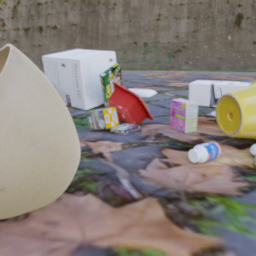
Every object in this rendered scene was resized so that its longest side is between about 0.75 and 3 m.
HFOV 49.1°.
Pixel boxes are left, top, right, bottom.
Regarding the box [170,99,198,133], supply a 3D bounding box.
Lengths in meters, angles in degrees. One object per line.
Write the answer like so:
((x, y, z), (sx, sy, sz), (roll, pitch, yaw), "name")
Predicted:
((1.911, -0.432, 9.650), (0.491, 1.016, 0.894), (-6, 16, -25), "box")

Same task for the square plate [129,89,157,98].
((0.539, -2.279, 18.219), (2.233, 0.318, 2.212), (5, 16, 19), "square plate")

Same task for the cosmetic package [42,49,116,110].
((-2.393, -2.578, 14.327), (2.944, 2.427, 2.429), (15, 29, 38), "cosmetic package")

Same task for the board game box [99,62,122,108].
((-0.751, -1.957, 13.091), (1.117, 2.132, 0.250), (-38, 62, -20), "board game box")

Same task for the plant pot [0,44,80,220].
((-1.855, 0.320, 4.512), (1.819, 2.710, 2.710), (34, -7, -34), "plant pot")

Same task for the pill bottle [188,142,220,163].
((1.842, 0.610, 6.810), (0.772, 0.433, 0.433), (-12, 19, -34), "pill bottle")

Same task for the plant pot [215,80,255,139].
((3.624, -0.446, 8.062), (1.800, 1.914, 1.914), (-8, 16, -16), "plant pot")

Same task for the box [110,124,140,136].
((-0.091, 0.050, 9.468), (0.627, 0.173, 0.917), (9, 17, 31), "box")

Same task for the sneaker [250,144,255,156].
((4.070, 0.306, 7.155), (2.029, 0.859, 0.739), (-4, 17, -11), "sneaker")

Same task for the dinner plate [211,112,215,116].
((4.292, -0.620, 12.133), (1.376, 0.167, 1.376), (0, 16, 0), "dinner plate")

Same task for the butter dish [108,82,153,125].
((-0.107, -0.639, 9.987), (1.162, 1.572, 1.568), (-48, 51, -8), "butter dish")

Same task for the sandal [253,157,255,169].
((3.514, 0.818, 5.725), (0.779, 0.560, 1.961), (-12, 19, -38), "sandal")

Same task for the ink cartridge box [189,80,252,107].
((4.753, -1.753, 14.384), (2.819, 1.187, 2.038), (8, 17, 28), "ink cartridge box")

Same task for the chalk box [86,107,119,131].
((-0.951, -0.298, 9.628), (1.071, 0.666, 0.663), (-3, 10, 42), "chalk box")
